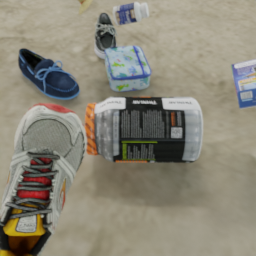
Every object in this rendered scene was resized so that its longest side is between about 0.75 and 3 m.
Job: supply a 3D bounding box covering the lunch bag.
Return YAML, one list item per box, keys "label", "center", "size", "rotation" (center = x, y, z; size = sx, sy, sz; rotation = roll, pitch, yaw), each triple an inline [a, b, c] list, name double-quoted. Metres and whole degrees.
- label: "lunch bag"
  center: [-0.016, -2.156, 9.952]
  size: [1.509, 0.774, 1.878]
  rotation: [-6, 50, -9]

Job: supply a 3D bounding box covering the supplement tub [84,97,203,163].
- label: "supplement tub"
  center: [0.365, 0.048, 7.331]
  size: [2.834, 1.737, 1.737]
  rotation: [1, 48, -1]

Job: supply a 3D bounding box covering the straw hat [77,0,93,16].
- label: "straw hat"
  center: [-1.450, -4.277, 8.935]
  size: [0.534, 1.261, 1.261]
  rotation: [28, 40, -29]

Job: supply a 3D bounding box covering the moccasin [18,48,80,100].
- label: "moccasin"
  center: [-2.877, -1.857, 9.531]
  size: [2.813, 0.959, 1.132]
  rotation: [27, 54, 22]

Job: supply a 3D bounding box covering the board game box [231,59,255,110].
- label: "board game box"
  center: [3.790, -1.250, 6.289]
  size: [2.666, 0.459, 1.805]
  rotation: [-9, 28, 21]

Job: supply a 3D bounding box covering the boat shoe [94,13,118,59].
- label: "boat shoe"
  center: [-0.894, -3.784, 11.291]
  size: [0.954, 0.883, 2.585]
  rotation: [-1, 48, 0]

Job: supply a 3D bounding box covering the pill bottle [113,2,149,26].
- label: "pill bottle"
  center: [0.098, -3.850, 9.415]
  size: [1.118, 0.620, 0.620]
  rotation: [-5, 47, 16]

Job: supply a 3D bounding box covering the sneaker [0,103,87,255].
- label: "sneaker"
  center: [-0.879, 0.652, 2.829]
  size: [0.737, 1.894, 0.778]
  rotation: [12, 23, -14]
